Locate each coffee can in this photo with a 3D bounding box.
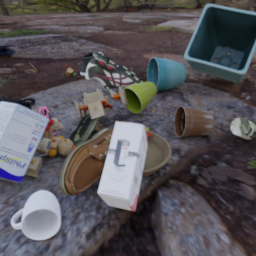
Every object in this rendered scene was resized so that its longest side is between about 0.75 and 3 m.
[{"bbox_3d":[3.674,0.037,8.865,0.793,0.580,0.580,15,10,-47],"label":"coffee can"}]

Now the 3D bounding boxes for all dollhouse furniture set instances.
[{"bbox_3d":[-0.957,-0.745,9.747,1.744,0.898,1.725,-17,-4,9],"label":"dollhouse furniture set"}]

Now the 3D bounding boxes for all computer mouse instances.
[{"bbox_3d":[-3.718,-0.443,9.410,1.294,1.868,0.492,-2,71,-13],"label":"computer mouse"}]

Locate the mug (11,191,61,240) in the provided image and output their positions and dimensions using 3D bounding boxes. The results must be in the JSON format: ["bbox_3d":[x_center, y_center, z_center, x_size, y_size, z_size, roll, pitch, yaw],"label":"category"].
[{"bbox_3d":[-1.918,1.778,5.811,1.011,0.746,0.886,-20,23,-8],"label":"mug"}]

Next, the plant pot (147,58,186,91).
[{"bbox_3d":[1.820,-2.468,13.039,1.458,1.551,1.551,-3,28,-15],"label":"plant pot"}]

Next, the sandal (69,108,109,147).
[{"bbox_3d":[-1.250,0.000,9.320,0.833,0.599,2.098,-12,31,35],"label":"sandal"}]

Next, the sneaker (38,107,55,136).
[{"bbox_3d":[-2.853,-0.233,9.583,0.608,0.734,1.540,-8,30,-19],"label":"sneaker"}]

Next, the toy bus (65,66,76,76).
[{"bbox_3d":[-3.229,-3.030,15.274,0.685,0.354,0.646,10,38,-50],"label":"toy bus"}]

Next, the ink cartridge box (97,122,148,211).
[{"bbox_3d":[-0.055,0.850,6.153,0.695,1.194,1.639,9,65,12],"label":"ink cartridge box"}]

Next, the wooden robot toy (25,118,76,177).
[{"bbox_3d":[-2.072,0.455,8.108,1.087,1.055,2.395,13,30,0],"label":"wooden robot toy"}]

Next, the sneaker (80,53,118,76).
[{"bbox_3d":[-1.572,-3.617,15.551,2.304,1.142,0.814,-14,29,-27],"label":"sneaker"}]

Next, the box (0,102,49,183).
[{"bbox_3d":[-2.978,0.298,7.067,0.896,1.709,1.571,29,-11,-36],"label":"box"}]

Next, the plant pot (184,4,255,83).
[{"bbox_3d":[4.659,-3.681,13.443,2.771,2.779,2.831,22,-2,23],"label":"plant pot"}]

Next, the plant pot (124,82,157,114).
[{"bbox_3d":[0.525,-1.278,10.635,1.143,1.069,1.069,-35,42,-29],"label":"plant pot"}]

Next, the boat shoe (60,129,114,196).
[{"bbox_3d":[-0.706,0.705,6.933,0.845,0.894,2.485,-2,31,28],"label":"boat shoe"}]

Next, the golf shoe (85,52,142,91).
[{"bbox_3d":[-0.521,-2.190,12.473,2.873,1.266,1.109,27,19,-24],"label":"golf shoe"}]

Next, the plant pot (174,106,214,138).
[{"bbox_3d":[2.186,-0.177,9.261,1.042,1.052,1.052,2,27,-12],"label":"plant pot"}]

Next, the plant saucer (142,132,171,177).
[{"bbox_3d":[0.045,0.718,8.175,2.417,0.356,2.417,0,27,0],"label":"plant saucer"}]

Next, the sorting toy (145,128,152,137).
[{"bbox_3d":[0.221,0.305,8.841,1.107,0.187,0.534,-20,41,-18],"label":"sorting toy"}]
